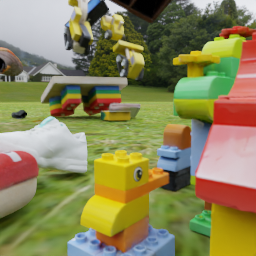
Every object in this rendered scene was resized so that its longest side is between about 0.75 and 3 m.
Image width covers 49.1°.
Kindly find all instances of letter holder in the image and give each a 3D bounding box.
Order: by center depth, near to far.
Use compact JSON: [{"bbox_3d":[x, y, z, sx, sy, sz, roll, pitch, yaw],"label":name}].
[{"bbox_3d":[0.465,-2.847,4.258,0.919,1.827,1.299,21,-20,-20],"label":"letter holder"}]

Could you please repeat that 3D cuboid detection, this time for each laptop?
[{"bbox_3d":[-1.566,-3.882,9.551,1.632,0.951,1.841,-40,4,9],"label":"laptop"}]

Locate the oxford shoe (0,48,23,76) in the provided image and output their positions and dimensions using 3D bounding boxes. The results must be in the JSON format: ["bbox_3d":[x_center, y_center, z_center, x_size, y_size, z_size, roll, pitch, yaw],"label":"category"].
[{"bbox_3d":[-3.580,-1.733,7.671,0.834,0.816,2.288,47,8,12],"label":"oxford shoe"}]

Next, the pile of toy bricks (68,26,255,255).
[{"bbox_3d":[0.747,-0.043,1.987,1.535,1.366,2.767,5,8,39],"label":"pile of toy bricks"}]

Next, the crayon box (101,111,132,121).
[{"bbox_3d":[-0.451,-0.451,10.211,0.801,0.329,1.274,-2,3,-20],"label":"crayon box"}]

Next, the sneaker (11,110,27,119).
[{"bbox_3d":[-4.340,-0.541,11.452,0.534,0.307,1.024,1,11,13],"label":"sneaker"}]

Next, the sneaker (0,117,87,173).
[{"bbox_3d":[-0.861,0.126,2.773,0.465,0.547,1.236,0,-13,30],"label":"sneaker"}]

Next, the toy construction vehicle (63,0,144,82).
[{"bbox_3d":[-0.625,-2.754,8.118,2.281,2.620,0.923,9,-39,-28],"label":"toy construction vehicle"}]

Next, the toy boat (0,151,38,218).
[{"bbox_3d":[-1.274,0.223,2.027,1.271,0.831,0.829,3,7,22],"label":"toy boat"}]

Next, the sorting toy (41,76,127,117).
[{"bbox_3d":[-1.837,-1.142,11.416,2.856,0.994,2.838,-4,-8,-26],"label":"sorting toy"}]

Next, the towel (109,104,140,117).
[{"bbox_3d":[-0.186,-0.674,11.186,1.197,0.202,1.254,0,-16,-9],"label":"towel"}]
